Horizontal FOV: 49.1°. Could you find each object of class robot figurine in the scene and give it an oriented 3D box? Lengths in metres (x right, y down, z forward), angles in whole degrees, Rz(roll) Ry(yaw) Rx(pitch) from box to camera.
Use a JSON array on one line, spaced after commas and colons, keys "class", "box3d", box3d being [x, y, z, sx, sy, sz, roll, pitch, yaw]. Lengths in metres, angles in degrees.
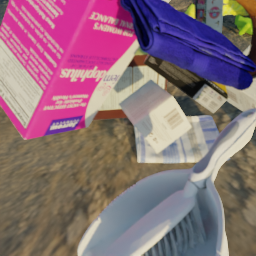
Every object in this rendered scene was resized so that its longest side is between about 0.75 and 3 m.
[{"class": "robot figurine", "box3d": [5.557, -4.653, 12.346, 1.508, 0.994, 1.719, -23, 45, -23]}]

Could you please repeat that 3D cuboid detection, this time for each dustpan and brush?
[{"class": "dustpan and brush", "box3d": [0.532, 0.794, 2.777, 2.551, 0.730, 1.781, -38, 26, -14]}]

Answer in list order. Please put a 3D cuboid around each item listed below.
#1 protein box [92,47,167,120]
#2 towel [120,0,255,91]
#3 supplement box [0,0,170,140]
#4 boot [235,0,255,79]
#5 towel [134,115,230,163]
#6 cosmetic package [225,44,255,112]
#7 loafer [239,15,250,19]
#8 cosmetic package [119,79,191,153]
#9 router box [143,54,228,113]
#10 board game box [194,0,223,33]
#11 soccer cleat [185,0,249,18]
[{"class": "protein box", "box3d": [-0.564, -1.841, 8.204, 2.875, 1.940, 2.854, -4, 40, -5]}, {"class": "towel", "box3d": [0.686, -1.008, 3.061, 1.502, 0.372, 1.109, 12, 44, -33]}, {"class": "supplement box", "box3d": [-0.838, -1.313, 4.116, 1.417, 2.742, 1.387, 49, 33, 18]}, {"class": "boot", "box3d": [1.393, -1.246, 3.198, 1.247, 1.174, 0.427, 43, 42, -17]}, {"class": "towel", "box3d": [1.242, 0.236, 7.050, 2.208, 0.263, 1.622, -1, 41, -1]}, {"class": "cosmetic package", "box3d": [2.575, -0.926, 5.423, 1.152, 0.964, 0.958, -47, 54, 2]}, {"class": "loafer", "box3d": [2.795, -3.749, 7.200, 2.350, 0.844, 0.739, 36, 26, -28]}, {"class": "cosmetic package", "box3d": [0.452, -0.222, 4.925, 0.773, 0.778, 0.929, -38, 31, 2]}, {"class": "router box", "box3d": [0.883, -0.870, 4.198, 1.237, 0.323, 0.973, 34, 31, -7]}, {"class": "board game box", "box3d": [1.323, -1.861, 4.657, 0.294, 0.915, 0.675, -5, 23, -2]}, {"class": "soccer cleat", "box3d": [2.220, -2.662, 5.870, 2.098, 0.878, 0.678, -21, 16, 20]}]
